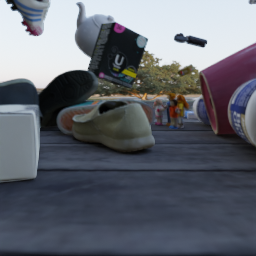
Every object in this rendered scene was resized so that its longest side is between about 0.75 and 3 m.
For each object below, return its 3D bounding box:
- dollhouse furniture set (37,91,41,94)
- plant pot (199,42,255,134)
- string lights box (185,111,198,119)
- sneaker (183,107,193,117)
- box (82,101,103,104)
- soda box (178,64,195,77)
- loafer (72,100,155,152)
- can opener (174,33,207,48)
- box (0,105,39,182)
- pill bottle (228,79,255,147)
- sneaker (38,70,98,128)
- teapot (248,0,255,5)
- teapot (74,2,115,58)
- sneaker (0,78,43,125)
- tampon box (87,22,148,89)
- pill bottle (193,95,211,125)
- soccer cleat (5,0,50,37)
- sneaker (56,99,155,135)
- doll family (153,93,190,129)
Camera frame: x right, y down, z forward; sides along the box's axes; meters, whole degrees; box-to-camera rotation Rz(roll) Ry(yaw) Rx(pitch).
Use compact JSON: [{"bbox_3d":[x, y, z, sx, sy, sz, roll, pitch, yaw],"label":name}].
[{"bbox_3d":[-4.269,-1.135,13.178,1.082,1.267,2.445,2,7,29],"label":"dollhouse furniture set"},{"bbox_3d":[3.266,-0.980,7.223,2.457,2.745,2.745,-14,5,10],"label":"plant pot"},{"bbox_3d":[2.867,-0.590,12.670,0.481,0.276,0.936,0,7,3],"label":"string lights box"},{"bbox_3d":[3.419,-0.817,13.395,1.592,0.553,0.792,4,7,32],"label":"sneaker"},{"bbox_3d":[-1.464,-1.031,14.282,2.255,0.392,1.241,1,-11,15],"label":"box"},{"bbox_3d":[2.468,-2.445,11.942,0.268,0.283,0.837,-38,10,-19],"label":"soda box"},{"bbox_3d":[-0.407,-0.146,6.185,1.053,0.950,2.783,-5,9,-36],"label":"loafer"},{"bbox_3d":[2.396,-3.303,10.783,1.341,0.448,0.358,11,-32,-10],"label":"can opener"},{"bbox_3d":[-1.798,0.112,4.391,0.753,0.904,2.201,-2,8,-17],"label":"box"},{"bbox_3d":[2.652,-0.220,4.814,1.423,1.423,2.562,1,7,10],"label":"pill bottle"},{"bbox_3d":[-1.869,-0.862,8.773,2.786,1.065,1.596,-32,-12,24],"label":"sneaker"},{"bbox_3d":[2.845,-3.037,5.798,0.843,0.854,0.624,-13,-16,18],"label":"teapot"},{"bbox_3d":[-0.964,-3.718,11.109,2.123,2.095,1.550,-11,-29,-46],"label":"teapot"},{"bbox_3d":[-3.767,-0.317,7.480,2.833,1.059,1.505,-23,52,-9],"label":"sneaker"},{"bbox_3d":[-0.383,-2.397,9.350,1.325,1.768,1.116,15,7,-33],"label":"tampon box"},{"bbox_3d":[2.973,-0.646,9.447,1.173,1.173,2.112,-1,6,-9],"label":"pill bottle"},{"bbox_3d":[-2.391,-3.098,7.303,1.023,0.828,2.370,-19,-2,-4],"label":"soccer cleat"},{"bbox_3d":[-0.651,-0.382,8.032,2.738,0.977,1.094,-3,12,-13],"label":"sneaker"},{"bbox_3d":[1.504,-0.612,9.418,0.799,1.101,1.774,-2,7,-20],"label":"doll family"}]
